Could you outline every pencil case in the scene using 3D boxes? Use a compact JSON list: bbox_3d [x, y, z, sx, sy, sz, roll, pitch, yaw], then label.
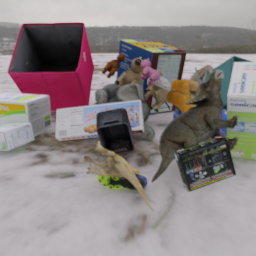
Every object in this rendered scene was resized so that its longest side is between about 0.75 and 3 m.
[{"bbox_3d":[2.364,-0.286,8.738,1.978,0.772,0.859,9,21,27],"label":"pencil case"}]

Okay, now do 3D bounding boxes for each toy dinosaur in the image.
[{"bbox_3d":[-0.199,0.727,5.307,1.075,0.619,2.126,22,3,-23],"label":"toy dinosaur"},{"bbox_3d":[1.396,0.111,6.057,2.843,1.094,1.454,-48,49,-9],"label":"toy dinosaur"}]

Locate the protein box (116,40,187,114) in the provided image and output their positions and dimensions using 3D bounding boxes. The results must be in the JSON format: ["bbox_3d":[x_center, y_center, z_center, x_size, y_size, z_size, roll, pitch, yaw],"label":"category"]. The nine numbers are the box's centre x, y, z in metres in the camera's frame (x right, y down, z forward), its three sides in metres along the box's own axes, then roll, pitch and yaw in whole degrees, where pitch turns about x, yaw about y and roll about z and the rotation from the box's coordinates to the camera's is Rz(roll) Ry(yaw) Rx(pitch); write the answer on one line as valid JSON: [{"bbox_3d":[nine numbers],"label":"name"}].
[{"bbox_3d":[0.775,-2.088,11.100,1.583,2.346,2.329,-9,30,-30],"label":"protein box"}]

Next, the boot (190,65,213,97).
[{"bbox_3d":[2.750,-1.810,11.718,2.045,0.718,1.495,-38,11,13],"label":"boot"}]

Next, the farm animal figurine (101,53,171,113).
[{"bbox_3d":[0.486,-1.647,9.235,2.423,1.957,1.219,22,63,39],"label":"farm animal figurine"}]

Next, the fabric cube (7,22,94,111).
[{"bbox_3d":[-2.677,-2.209,10.560,2.406,2.399,2.361,0,61,3],"label":"fabric cube"}]

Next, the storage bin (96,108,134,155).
[{"bbox_3d":[-0.298,0.113,6.750,0.741,1.096,0.514,-11,49,4],"label":"storage bin"}]

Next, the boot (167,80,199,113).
[{"bbox_3d":[1.652,-0.705,8.637,0.561,1.594,1.141,16,-3,-43],"label":"boot"}]

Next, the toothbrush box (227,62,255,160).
[{"bbox_3d":[2.809,-0.387,6.610,0.816,1.895,1.380,4,44,25],"label":"toothbrush box"}]

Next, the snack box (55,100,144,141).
[{"bbox_3d":[-0.807,-0.197,7.729,2.426,0.872,0.295,-6,-19,9],"label":"snack box"}]

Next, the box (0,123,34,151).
[{"bbox_3d":[-3.207,0.217,7.312,1.057,0.511,0.933,-2,15,24],"label":"box"}]

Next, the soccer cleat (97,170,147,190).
[{"bbox_3d":[-0.117,1.028,5.554,1.031,0.333,0.431,7,7,19],"label":"soccer cleat"}]

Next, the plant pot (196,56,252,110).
[{"bbox_3d":[3.325,-1.152,9.461,1.525,1.525,2.158,9,-13,-23],"label":"plant pot"}]

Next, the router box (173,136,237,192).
[{"bbox_3d":[1.214,0.563,4.430,0.844,0.633,0.262,-18,9,-5],"label":"router box"}]

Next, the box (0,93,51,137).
[{"bbox_3d":[-3.653,-0.437,8.656,2.153,1.091,1.211,5,18,16],"label":"box"}]

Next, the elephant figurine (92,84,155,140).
[{"bbox_3d":[0.074,-0.602,8.861,2.155,1.672,1.525,9,2,20],"label":"elephant figurine"}]
